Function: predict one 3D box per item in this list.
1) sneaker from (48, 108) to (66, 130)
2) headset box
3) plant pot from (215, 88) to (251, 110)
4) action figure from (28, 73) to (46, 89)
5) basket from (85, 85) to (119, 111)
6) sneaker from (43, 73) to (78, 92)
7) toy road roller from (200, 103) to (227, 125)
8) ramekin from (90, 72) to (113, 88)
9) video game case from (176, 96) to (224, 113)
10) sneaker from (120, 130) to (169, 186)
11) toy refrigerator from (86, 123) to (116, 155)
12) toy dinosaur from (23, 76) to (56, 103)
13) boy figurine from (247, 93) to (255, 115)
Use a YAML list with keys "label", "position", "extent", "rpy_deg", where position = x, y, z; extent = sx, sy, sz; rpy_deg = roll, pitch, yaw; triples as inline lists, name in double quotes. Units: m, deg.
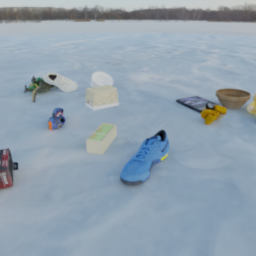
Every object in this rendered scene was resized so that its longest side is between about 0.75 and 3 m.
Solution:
- label: "sneaker"
  position: [-2.699, -0.334, 10.936]
  extent: [0.558, 0.536, 1.422]
  rpy_deg: [6, 33, -3]
- label: "headset box"
  position: [-3.670, 1.139, 7.274]
  extent: [1.541, 0.578, 1.145]
  rpy_deg: [-12, 28, -17]
- label: "plant pot"
  position: [4.715, -1.276, 12.718]
  extent: [1.502, 0.693, 1.502]
  rpy_deg: [0, 25, 0]
- label: "action figure"
  position: [-4.890, -2.496, 15.651]
  extent: [1.373, 0.636, 2.324]
  rpy_deg: [8, 28, 9]
- label: "basket"
  position: [-1.216, -1.419, 12.860]
  extent: [1.357, 0.837, 0.920]
  rpy_deg: [-15, 28, -29]
- label: "sneaker"
  position: [-3.491, -2.369, 14.586]
  extent: [1.820, 0.681, 0.907]
  rpy_deg: [16, -9, -23]
- label: "toy road roller"
  position: [3.336, -0.468, 10.998]
  extent: [1.009, 0.620, 0.737]
  rpy_deg: [13, 58, -11]
- label: "ramekin"
  position: [-1.431, -2.381, 14.858]
  extent: [1.165, 0.568, 1.165]
  rpy_deg: [13, 48, -14]
- label: "video game case"
  position: [3.285, -1.094, 12.962]
  extent: [1.304, 0.173, 1.825]
  rpy_deg: [-13, 26, -26]
- label: "sneaker"
  position: [0.484, 0.745, 7.920]
  extent: [0.768, 0.914, 2.331]
  rpy_deg: [16, 30, 28]
- label: "toy refrigerator"
  position: [-0.861, 0.315, 9.352]
  extent: [0.549, 0.506, 1.446]
  rpy_deg: [7, 25, 15]
- label: "toy dinosaur"
  position: [-4.661, -2.135, 14.706]
  extent: [1.309, 0.705, 2.970]
  rpy_deg: [15, 30, 10]
- label: "boy figurine"
  position: [5.778, -0.847, 11.647]
  extent: [1.568, 0.813, 2.522]
  rpy_deg: [4, 26, 16]
